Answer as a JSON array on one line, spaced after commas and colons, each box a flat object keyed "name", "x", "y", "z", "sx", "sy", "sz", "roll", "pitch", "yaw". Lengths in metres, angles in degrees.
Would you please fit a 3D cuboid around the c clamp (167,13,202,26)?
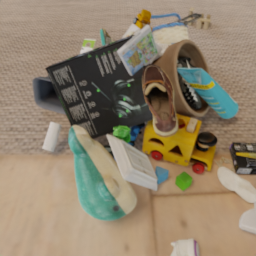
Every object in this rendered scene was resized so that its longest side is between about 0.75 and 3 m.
[{"name": "c clamp", "x": 2.195, "y": -4.061, "z": 10.599, "sx": 1.084, "sy": 0.172, "sz": 1.269, "roll": -25, "pitch": 26, "yaw": -2}]

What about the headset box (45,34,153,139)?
[{"name": "headset box", "x": -0.554, "y": -1.171, "z": 8.157, "sx": 2.713, "sy": 2.362, "sz": 1.259, "roll": -18, "pitch": 19, "yaw": 9}]

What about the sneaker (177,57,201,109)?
[{"name": "sneaker", "x": 2.197, "y": -1.620, "z": 9.635, "sx": 0.884, "sy": 0.649, "sz": 1.954, "roll": -23, "pitch": 82, "yaw": -10}]

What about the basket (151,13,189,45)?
[{"name": "basket", "x": 1.721, "y": -4.353, "z": 13.247, "sx": 2.166, "sy": 1.709, "sz": 2.457, "roll": -10, "pitch": 74, "yaw": -11}]

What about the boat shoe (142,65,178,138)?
[{"name": "boat shoe", "x": 0.700, "y": -0.812, "z": 6.520, "sx": 0.746, "sy": 0.744, "sz": 2.069, "roll": -11, "pitch": 57, "yaw": 9}]

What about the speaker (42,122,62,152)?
[{"name": "speaker", "x": -2.396, "y": 0.281, "z": 8.834, "sx": 0.370, "sy": 0.370, "sz": 0.912, "roll": 13, "pitch": 82, "yaw": 14}]

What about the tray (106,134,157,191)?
[{"name": "tray", "x": 0.230, "y": 0.917, "z": 7.228, "sx": 0.249, "sy": 2.249, "sz": 1.207, "roll": -30, "pitch": 62, "yaw": 14}]

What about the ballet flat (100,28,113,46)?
[{"name": "ballet flat", "x": -0.762, "y": -3.195, "z": 11.812, "sx": 0.706, "sy": 1.962, "sz": 0.706, "roll": -4, "pitch": 20, "yaw": 2}]

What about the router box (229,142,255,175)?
[{"name": "router box", "x": 3.840, "y": 0.935, "z": 8.561, "sx": 1.254, "sy": 0.327, "sz": 0.986, "roll": 3, "pitch": 49, "yaw": 0}]

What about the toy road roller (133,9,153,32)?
[{"name": "toy road roller", "x": 0.677, "y": -4.417, "z": 11.551, "sx": 0.604, "sy": 0.717, "sz": 0.982, "roll": 6, "pitch": 43, "yaw": -31}]

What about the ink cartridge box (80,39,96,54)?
[{"name": "ink cartridge box", "x": -1.280, "y": -2.213, "z": 9.401, "sx": 0.522, "sy": 1.378, "sz": 1.018, "roll": 13, "pitch": 10, "yaw": -33}]

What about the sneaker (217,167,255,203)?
[{"name": "sneaker", "x": 3.142, "y": 1.569, "z": 7.964, "sx": 0.570, "sy": 0.484, "sz": 1.287, "roll": -14, "pitch": 47, "yaw": -42}]

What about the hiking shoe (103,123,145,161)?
[{"name": "hiking shoe", "x": -0.125, "y": 0.634, "z": 8.668, "sx": 0.959, "sy": 0.823, "sz": 2.213, "roll": 44, "pitch": 68, "yaw": 2}]

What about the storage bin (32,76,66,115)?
[{"name": "storage bin", "x": -2.378, "y": -1.513, "z": 10.707, "sx": 2.040, "sy": 1.485, "sz": 1.370, "roll": 14, "pitch": 34, "yaw": 15}]

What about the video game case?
[{"name": "video game case", "x": 0.258, "y": -1.797, "z": 6.634, "sx": 0.922, "sy": 1.012, "sz": 0.112, "roll": -41, "pitch": 65, "yaw": -1}]

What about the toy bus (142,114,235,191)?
[{"name": "toy bus", "x": 1.757, "y": 0.339, "z": 8.541, "sx": 2.651, "sy": 1.370, "sz": 2.502, "roll": -15, "pitch": 46, "yaw": -18}]

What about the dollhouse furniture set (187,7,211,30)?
[{"name": "dollhouse furniture set", "x": 4.164, "y": -6.412, "z": 16.296, "sx": 1.289, "sy": 0.857, "sz": 1.130, "roll": 13, "pitch": 44, "yaw": 14}]

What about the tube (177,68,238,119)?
[{"name": "tube", "x": 2.631, "y": -1.194, "z": 8.994, "sx": 1.094, "sy": 2.825, "sz": 0.712, "roll": 11, "pitch": 74, "yaw": 49}]

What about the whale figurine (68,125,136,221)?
[{"name": "whale figurine", "x": -0.849, "y": 1.186, "z": 6.840, "sx": 1.313, "sy": 2.530, "sz": 2.012, "roll": -33, "pitch": 24, "yaw": -5}]

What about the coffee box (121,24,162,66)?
[{"name": "coffee box", "x": -0.149, "y": -2.168, "z": 9.735, "sx": 1.019, "sy": 2.556, "sz": 1.462, "roll": 33, "pitch": 19, "yaw": -23}]

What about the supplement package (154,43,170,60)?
[{"name": "supplement package", "x": 1.271, "y": -2.555, "z": 11.432, "sx": 2.531, "sy": 1.480, "sz": 1.485, "roll": 10, "pitch": 31, "yaw": 7}]

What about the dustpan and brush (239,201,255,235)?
[{"name": "dustpan and brush", "x": 3.371, "y": 2.285, "z": 7.327, "sx": 0.865, "sy": 0.355, "sz": 1.239, "roll": 16, "pitch": 52, "yaw": 13}]

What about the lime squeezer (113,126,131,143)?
[{"name": "lime squeezer", "x": -0.226, "y": 0.292, "z": 7.127, "sx": 0.444, "sy": 2.356, "sz": 0.832, "roll": 22, "pitch": 66, "yaw": 11}]

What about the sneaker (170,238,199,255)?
[{"name": "sneaker", "x": 1.197, "y": 3.240, "z": 6.201, "sx": 0.760, "sy": 0.571, "sz": 1.525, "roll": -10, "pitch": 41, "yaw": 23}]

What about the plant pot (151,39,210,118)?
[{"name": "plant pot", "x": 1.370, "y": -1.518, "z": 9.875, "sx": 2.279, "sy": 2.613, "sz": 2.613, "roll": -7, "pitch": 32, "yaw": 41}]
